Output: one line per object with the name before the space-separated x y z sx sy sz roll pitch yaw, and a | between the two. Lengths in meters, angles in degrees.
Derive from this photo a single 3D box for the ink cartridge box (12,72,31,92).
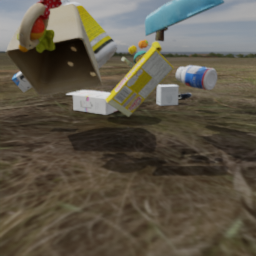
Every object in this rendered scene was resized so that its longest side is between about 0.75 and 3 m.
ink cartridge box | -3.232 -1.597 9.028 0.768 0.557 0.322 -28 30 14

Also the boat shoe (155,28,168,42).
boat shoe | 1.395 -4.032 11.226 0.445 1.236 0.446 17 45 9

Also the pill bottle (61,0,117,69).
pill bottle | -1.786 -3.389 9.985 1.521 2.705 1.521 -42 6 5

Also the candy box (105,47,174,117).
candy box | 0.239 -0.919 5.826 0.736 1.440 0.190 31 17 -47

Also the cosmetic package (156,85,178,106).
cosmetic package | 1.914 -1.608 13.676 0.925 0.928 0.571 -4 17 -15

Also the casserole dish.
casserole dish | 1.240 -2.876 6.978 1.554 0.498 2.565 -24 14 -7

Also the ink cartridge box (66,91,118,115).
ink cartridge box | -1.549 -1.166 12.483 2.193 0.740 1.277 11 19 28

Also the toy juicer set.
toy juicer set | 0.228 -1.605 6.371 0.650 0.278 1.022 3 -27 -39

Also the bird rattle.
bird rattle | -1.864 -2.198 5.911 0.833 1.479 1.205 32 42 -11

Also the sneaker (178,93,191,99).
sneaker | 3.007 -1.721 15.104 0.805 0.306 0.581 -6 4 15

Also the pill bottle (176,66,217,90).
pill bottle | 2.155 -1.628 8.982 0.676 0.676 1.205 -13 24 -39

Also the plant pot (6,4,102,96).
plant pot | -1.961 -2.328 8.025 1.998 1.769 1.996 -8 -28 6
